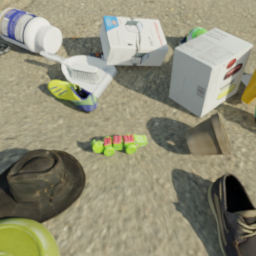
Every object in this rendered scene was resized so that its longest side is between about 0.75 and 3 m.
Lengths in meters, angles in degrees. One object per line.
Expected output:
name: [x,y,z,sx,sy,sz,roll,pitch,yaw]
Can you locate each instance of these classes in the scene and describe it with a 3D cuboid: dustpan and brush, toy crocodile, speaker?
dustpan and brush: [-2.185,-2.414,11.234,2.999,0.858,2.093,16,49,15]
toy crocodile: [-0.271,0.468,8.683,1.724,0.532,0.582,-7,47,-1]
speaker: [3.441,-3.480,12.184,1.010,1.010,2.284,-14,48,-13]

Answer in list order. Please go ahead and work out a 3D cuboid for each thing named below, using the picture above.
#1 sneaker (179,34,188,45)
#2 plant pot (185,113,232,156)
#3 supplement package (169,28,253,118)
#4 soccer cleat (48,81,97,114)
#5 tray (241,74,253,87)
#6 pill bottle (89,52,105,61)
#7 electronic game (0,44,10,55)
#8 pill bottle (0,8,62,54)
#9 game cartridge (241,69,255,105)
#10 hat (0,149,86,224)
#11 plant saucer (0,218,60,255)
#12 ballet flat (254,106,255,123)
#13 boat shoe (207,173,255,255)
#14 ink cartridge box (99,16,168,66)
sneaker: [2.740,-4.240,13.303,0.346,0.390,0.923,28,53,24]
plant pot: [2.360,0.306,8.370,1.118,1.289,1.289,-17,42,21]
supplement package: [2.842,-1.970,9.942,2.199,2.103,1.617,-32,54,-27]
soccer cleat: [-2.034,-1.351,10.154,2.294,0.960,0.742,29,53,25]
tray: [4.952,-1.647,11.001,0.730,0.151,1.360,-11,48,-9]
pill bottle: [-1.360,-2.975,12.035,0.911,0.484,0.484,-12,48,-10]
electronic game: [-5.895,-3.574,12.788,0.999,0.208,0.999,0,45,0]
pill bottle: [-4.322,-4.241,12.478,2.571,1.539,1.539,26,51,18]
game cartridge: [5.057,-2.220,9.659,0.430,2.651,2.337,34,56,7]
hat: [-2.504,1.313,7.570,2.630,1.061,2.630,1,47,-1]
plant saucer: [-2.812,3.150,6.176,2.545,0.395,2.545,0,49,0]
ballet flat: [5.422,0.070,8.908,2.937,1.073,1.073,27,52,16]
boat shoe: [2.652,2.313,6.619,1.042,1.026,2.798,-9,47,-8]
ink cartridge box: [0.201,-3.583,11.656,2.479,1.064,1.815,-4,62,-17]
